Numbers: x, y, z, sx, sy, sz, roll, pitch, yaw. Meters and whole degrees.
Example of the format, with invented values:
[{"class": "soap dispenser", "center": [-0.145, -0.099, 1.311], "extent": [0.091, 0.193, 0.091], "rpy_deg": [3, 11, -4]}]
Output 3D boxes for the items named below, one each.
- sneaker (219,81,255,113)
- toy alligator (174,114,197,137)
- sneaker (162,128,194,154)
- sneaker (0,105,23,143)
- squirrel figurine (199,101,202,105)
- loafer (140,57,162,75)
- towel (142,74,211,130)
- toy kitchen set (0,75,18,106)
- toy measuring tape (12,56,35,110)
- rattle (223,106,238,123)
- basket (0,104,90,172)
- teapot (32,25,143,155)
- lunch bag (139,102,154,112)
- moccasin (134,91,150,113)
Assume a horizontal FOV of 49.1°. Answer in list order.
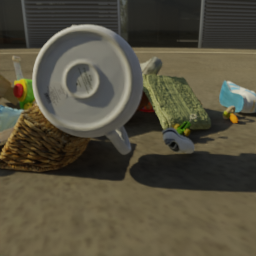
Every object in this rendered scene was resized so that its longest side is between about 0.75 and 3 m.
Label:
[{"class": "sneaker", "center": [3.936, -1.066, 9.986], "extent": [0.892, 0.845, 2.208], "rpy_deg": [5, 26, -7]}, {"class": "toy alligator", "center": [1.387, 0.073, 7.089], "extent": [1.160, 0.279, 0.385], "rpy_deg": [-37, 51, -27]}, {"class": "sneaker", "center": [1.090, 0.383, 6.036], "extent": [0.992, 0.379, 0.399], "rpy_deg": [28, 40, -34]}, {"class": "sneaker", "center": [-2.971, -0.238, 6.834], "extent": [0.898, 0.995, 2.428], "rpy_deg": [-19, 10, 25]}, {"class": "squirrel figurine", "center": [1.972, -0.752, 9.434], "extent": [0.956, 0.676, 0.892], "rpy_deg": [22, 15, 18]}, {"class": "loafer", "center": [0.211, -1.809, 9.932], "extent": [1.033, 1.031, 2.953], "rpy_deg": [-50, 10, -25]}, {"class": "towel", "center": [1.328, -0.790, 8.161], "extent": [1.658, 0.408, 2.235], "rpy_deg": [-3, 49, -27]}, {"class": "toy kitchen set", "center": [-5.616, -1.149, 9.538], "extent": [2.058, 2.276, 2.522], "rpy_deg": [23, -12, 25]}, {"class": "toy measuring tape", "center": [-3.603, -1.668, 9.769], "extent": [0.862, 2.342, 0.862], "rpy_deg": [-15, -18, -5]}, {"class": "rattle", "center": [3.314, -0.375, 8.708], "extent": [0.540, 0.492, 0.756], "rpy_deg": [29, 6, 35]}, {"class": "basket", "center": [-1.662, 0.292, 6.253], "extent": [1.374, 1.435, 1.926], "rpy_deg": [34, 21, -3]}, {"class": "teapot", "center": [-0.658, -0.826, 5.608], "extent": [2.188, 2.216, 1.619], "rpy_deg": [20, 5, 7]}, {"class": "lunch bag", "center": [0.682, -0.953, 9.948], "extent": [1.093, 0.508, 1.241], "rpy_deg": [16, 25, 38]}, {"class": "moccasin", "center": [-0.439, -0.663, 8.098], "extent": [2.975, 1.088, 1.148], "rpy_deg": [-14, 17, -36]}]
